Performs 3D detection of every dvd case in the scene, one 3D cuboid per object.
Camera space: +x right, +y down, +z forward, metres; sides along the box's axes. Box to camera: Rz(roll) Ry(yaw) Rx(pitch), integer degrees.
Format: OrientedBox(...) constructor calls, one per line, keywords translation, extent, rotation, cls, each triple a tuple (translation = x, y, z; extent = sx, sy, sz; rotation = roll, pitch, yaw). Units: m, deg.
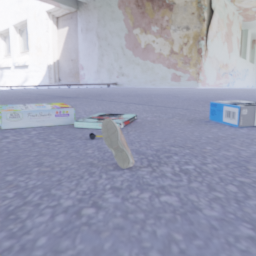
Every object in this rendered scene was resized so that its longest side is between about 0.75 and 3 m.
OrientedBox(translation=(-0.843, -0.310, 11.872), extent=(1.892, 0.285, 2.591), rotation=(3, 12, 17), cls="dvd case")

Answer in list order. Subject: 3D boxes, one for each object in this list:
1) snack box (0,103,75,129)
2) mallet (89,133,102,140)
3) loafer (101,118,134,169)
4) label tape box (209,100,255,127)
OrientedBox(translation=(-3.908, -0.570, 11.915), extent=(2.872, 0.761, 2.042), rotation=(-5, 12, -25), cls="snack box")
OrientedBox(translation=(-0.808, 0.286, 9.096), extent=(0.921, 0.190, 0.303), rotation=(3, 10, -6), cls="mallet")
OrientedBox(translation=(-0.231, 0.358, 6.401), extent=(0.441, 1.226, 0.385), rotation=(-31, -16, 20), cls="loafer")
OrientedBox(translation=(5.352, -0.687, 12.153), extent=(2.898, 0.917, 2.090), rotation=(-4, 11, -17), cls="label tape box")
